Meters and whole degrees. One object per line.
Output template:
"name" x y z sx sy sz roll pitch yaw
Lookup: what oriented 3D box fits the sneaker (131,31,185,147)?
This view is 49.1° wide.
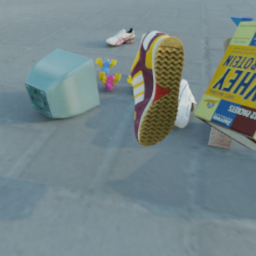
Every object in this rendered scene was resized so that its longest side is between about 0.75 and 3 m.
"sneaker" 0.462 -0.724 5.465 0.820 2.189 0.986 -1 26 -26

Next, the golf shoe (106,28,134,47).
"golf shoe" -0.470 -5.171 15.936 1.865 0.859 0.677 -24 42 -28

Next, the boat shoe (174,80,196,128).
"boat shoe" 1.906 -0.837 9.789 0.903 0.917 2.587 31 34 -2

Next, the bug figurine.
"bug figurine" -0.093 -2.190 11.746 2.764 0.711 2.143 8 41 5

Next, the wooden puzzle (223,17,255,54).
"wooden puzzle" 2.869 -1.565 6.433 1.312 1.945 0.227 5 26 25

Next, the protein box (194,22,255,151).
"protein box" 2.625 -0.558 5.130 1.941 1.927 1.309 24 4 -36

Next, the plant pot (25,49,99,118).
"plant pot" -2.375 -1.373 9.663 1.851 1.846 1.885 23 46 30

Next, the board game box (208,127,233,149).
"board game box" 2.921 -0.198 8.531 0.641 1.056 1.324 11 35 17
